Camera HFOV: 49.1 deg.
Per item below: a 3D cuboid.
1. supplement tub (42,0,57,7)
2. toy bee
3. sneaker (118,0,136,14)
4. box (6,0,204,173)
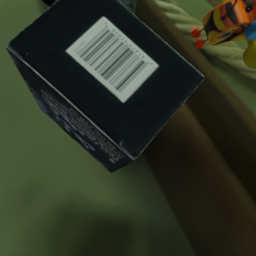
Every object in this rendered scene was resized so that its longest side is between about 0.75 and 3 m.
[{"bbox_3d":[-1.305,-2.876,5.543,0.522,0.522,0.977,29,79,20],"label":"supplement tub"},{"bbox_3d":[1.819,-1.909,4.840,2.471,1.343,1.617,16,64,-37],"label":"toy bee"},{"bbox_3d":[-0.007,-2.506,6.667,0.782,0.665,1.787,17,87,43],"label":"sneaker"},{"bbox_3d":[-0.395,-0.482,4.325,1.897,2.557,1.369,41,76,2],"label":"box"}]
